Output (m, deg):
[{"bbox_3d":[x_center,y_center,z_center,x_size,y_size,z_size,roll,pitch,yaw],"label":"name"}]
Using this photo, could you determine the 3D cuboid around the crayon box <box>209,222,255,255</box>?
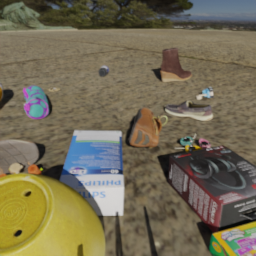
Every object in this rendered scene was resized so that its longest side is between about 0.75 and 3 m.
[{"bbox_3d":[2.242,2.089,4.776,1.434,0.418,0.851,-8,25,-17],"label":"crayon box"}]

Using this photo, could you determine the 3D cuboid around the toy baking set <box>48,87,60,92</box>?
[{"bbox_3d":[-3.741,-1.912,14.055,0.713,0.083,0.547,15,25,29],"label":"toy baking set"}]

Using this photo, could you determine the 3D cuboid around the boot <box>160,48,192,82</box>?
[{"bbox_3d":[2.735,-3.523,15.517,2.144,1.784,0.776,-13,28,-27],"label":"boot"}]

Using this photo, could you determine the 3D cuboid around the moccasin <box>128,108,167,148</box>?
[{"bbox_3d":[0.644,-0.033,8.725,1.005,0.953,2.605,18,11,0],"label":"moccasin"}]

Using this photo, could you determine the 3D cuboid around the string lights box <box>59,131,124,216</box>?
[{"bbox_3d":[-0.804,0.943,6.820,1.346,0.773,2.620,1,25,-3],"label":"string lights box"}]

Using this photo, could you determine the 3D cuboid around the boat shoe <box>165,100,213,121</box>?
[{"bbox_3d":[2.315,-0.756,10.770,1.934,0.627,0.696,16,32,37],"label":"boat shoe"}]

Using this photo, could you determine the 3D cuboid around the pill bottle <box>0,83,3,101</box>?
[{"bbox_3d":[-5.877,-1.282,11.079,1.368,1.368,2.504,-2,24,-4],"label":"pill bottle"}]

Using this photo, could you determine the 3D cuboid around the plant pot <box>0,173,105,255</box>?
[{"bbox_3d":[-1.431,1.480,3.943,2.087,1.482,2.087,-1,49,1],"label":"plant pot"}]

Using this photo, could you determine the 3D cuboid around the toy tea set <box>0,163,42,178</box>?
[{"bbox_3d":[-2.652,1.212,6.962,1.020,0.377,0.606,5,54,4],"label":"toy tea set"}]

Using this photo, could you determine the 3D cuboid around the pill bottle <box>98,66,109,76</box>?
[{"bbox_3d":[-1.472,-3.388,16.759,0.523,0.523,0.935,3,25,7],"label":"pill bottle"}]

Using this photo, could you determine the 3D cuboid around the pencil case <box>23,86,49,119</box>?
[{"bbox_3d":[-3.726,-1.072,11.225,0.924,0.851,2.000,18,15,-27],"label":"pencil case"}]

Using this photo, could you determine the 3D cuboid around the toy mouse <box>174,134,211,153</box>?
[{"bbox_3d":[2.030,0.506,8.498,1.226,0.237,1.090,4,25,9],"label":"toy mouse"}]

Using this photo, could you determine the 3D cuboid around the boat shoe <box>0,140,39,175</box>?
[{"bbox_3d":[-3.697,0.696,7.225,2.648,1.003,0.951,-7,23,-18],"label":"boat shoe"}]

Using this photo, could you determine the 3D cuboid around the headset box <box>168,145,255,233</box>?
[{"bbox_3d":[2.077,1.283,6.074,1.590,0.825,2.137,-9,24,-19],"label":"headset box"}]

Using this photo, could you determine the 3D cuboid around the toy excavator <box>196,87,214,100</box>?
[{"bbox_3d":[3.538,-1.537,12.953,0.804,0.401,0.782,-10,23,11],"label":"toy excavator"}]
